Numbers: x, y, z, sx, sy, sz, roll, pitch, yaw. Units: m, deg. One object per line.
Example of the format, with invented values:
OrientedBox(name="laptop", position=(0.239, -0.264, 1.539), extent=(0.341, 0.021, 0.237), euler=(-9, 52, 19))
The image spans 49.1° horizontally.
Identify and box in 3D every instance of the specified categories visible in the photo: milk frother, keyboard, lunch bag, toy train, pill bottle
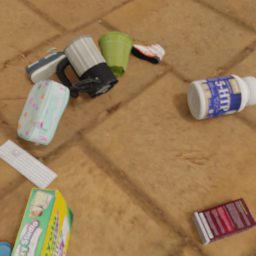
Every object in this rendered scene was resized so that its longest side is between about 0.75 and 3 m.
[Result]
OrientedBox(name="milk frother", position=(-1.751, -2.438, 11.179), extent=(2.165, 2.399, 2.256), euler=(-32, 88, -16))
OrientedBox(name="keyboard", position=(-3.854, 1.339, 10.479), extent=(2.591, 0.138, 0.729), euler=(31, 62, 18))
OrientedBox(name="lunch bag", position=(-3.140, -0.539, 10.342), extent=(1.927, 0.926, 2.403), euler=(12, 81, 50))
OrientedBox(name="toy train", position=(-4.266, 3.729, 8.234), extent=(2.254, 1.304, 0.954), euler=(4, 57, 2))
OrientedBox(name="pill bottle", position=(3.858, -1.301, 11.352), extent=(2.569, 1.537, 1.537), euler=(-11, 58, -7))

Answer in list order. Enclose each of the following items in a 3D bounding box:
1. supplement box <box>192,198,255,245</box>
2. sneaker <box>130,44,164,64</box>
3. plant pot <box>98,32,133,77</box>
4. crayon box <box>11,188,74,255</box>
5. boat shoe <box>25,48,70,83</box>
OrientedBox(name="supplement box", position=(3.114, 3.033, 9.137), extent=(1.775, 0.540, 0.966), euler=(-14, 58, -8))
OrientedBox(name="sneaker", position=(0.930, -3.721, 13.510), extent=(1.661, 0.555, 0.890), euler=(27, 60, 12))
OrientedBox(name="plant pot", position=(-0.587, -3.204, 12.718), extent=(1.634, 1.634, 1.551), euler=(0, 69, 0))
OrientedBox(name="crayon box", position=(-2.354, 3.430, 7.760), extent=(0.816, 2.415, 2.799), euler=(5, 57, 3))
OrientedBox(name="boat shoe", position=(-3.361, -3.069, 12.847), extent=(2.763, 1.035, 0.854), euler=(-36, 75, -11))
